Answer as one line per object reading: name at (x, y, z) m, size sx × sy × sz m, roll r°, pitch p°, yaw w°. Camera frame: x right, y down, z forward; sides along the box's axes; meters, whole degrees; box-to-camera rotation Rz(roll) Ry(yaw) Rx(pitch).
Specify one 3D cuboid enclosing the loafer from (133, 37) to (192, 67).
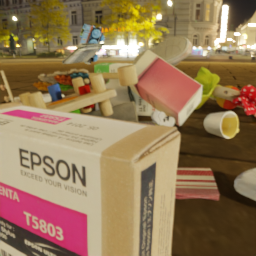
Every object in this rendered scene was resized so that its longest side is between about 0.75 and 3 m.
loafer at (1.444, -2.800, 11.150) m, size 0.919 × 1.051 × 2.924 m, roll 23°, pitch -17°, yaw -37°

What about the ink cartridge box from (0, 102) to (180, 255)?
ink cartridge box at (-0.719, 0.821, 2.899) m, size 2.287 × 1.884 × 0.859 m, roll 9°, pitch 19°, yaw 31°

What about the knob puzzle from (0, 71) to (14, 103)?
knob puzzle at (-3.810, -1.060, 8.837) m, size 0.253 × 1.825 × 1.825 m, roll -20°, pitch 23°, yaw -19°

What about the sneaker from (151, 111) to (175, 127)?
sneaker at (0.841, -0.274, 7.922) m, size 0.569 × 0.372 × 0.990 m, roll 18°, pitch 1°, yaw 43°

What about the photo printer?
photo printer at (2.451, 1.029, 4.906) m, size 0.835 × 0.348 × 1.004 m, roll -13°, pitch 20°, yaw -35°

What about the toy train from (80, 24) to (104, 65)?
toy train at (-1.143, -2.454, 8.270) m, size 0.657 × 1.150 × 0.499 m, roll 18°, pitch -2°, yaw 19°

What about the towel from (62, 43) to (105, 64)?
towel at (-1.157, -1.939, 7.362) m, size 0.921 × 0.159 × 0.887 m, roll -28°, pitch -5°, yaw 41°

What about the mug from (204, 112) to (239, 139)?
mug at (2.707, -0.040, 8.252) m, size 0.768 × 0.959 × 0.787 m, roll -45°, pitch 26°, yaw -20°

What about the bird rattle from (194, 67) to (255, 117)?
bird rattle at (4.080, -1.341, 11.162) m, size 2.995 × 1.687 × 2.442 m, roll 12°, pitch 4°, yaw 26°

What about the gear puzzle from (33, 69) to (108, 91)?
gear puzzle at (-2.245, -1.523, 9.703) m, size 2.907 × 0.381 × 1.506 m, roll -1°, pitch -7°, yaw 31°

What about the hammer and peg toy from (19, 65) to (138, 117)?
hammer and peg toy at (-1.011, -0.596, 5.869) m, size 2.386 × 0.841 × 1.755 m, roll -22°, pitch 16°, yaw -25°

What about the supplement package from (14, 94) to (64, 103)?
supplement package at (-3.105, -0.725, 9.939) m, size 1.501 × 0.854 × 0.822 m, roll -13°, pitch 18°, yaw -40°

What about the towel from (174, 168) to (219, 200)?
towel at (1.215, 1.031, 5.319) m, size 0.845 × 0.133 × 1.173 m, roll 1°, pitch 15°, yaw 9°

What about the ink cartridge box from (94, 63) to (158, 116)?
ink cartridge box at (0.114, -1.494, 10.737) m, size 2.594 × 1.902 × 1.077 m, roll 4°, pitch 17°, yaw 16°

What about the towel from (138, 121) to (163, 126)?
towel at (0.304, 0.088, 8.332) m, size 2.083 × 0.237 × 1.496 m, roll -3°, pitch 16°, yaw -12°

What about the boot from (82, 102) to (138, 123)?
boot at (-0.820, -0.297, 7.306) m, size 2.103 × 0.763 × 1.912 m, roll -7°, pitch -16°, yaw 3°

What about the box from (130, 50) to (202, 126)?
box at (1.115, -1.199, 8.660) m, size 2.061 × 1.123 × 1.318 m, roll 39°, pitch -5°, yaw 20°
